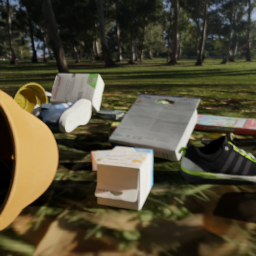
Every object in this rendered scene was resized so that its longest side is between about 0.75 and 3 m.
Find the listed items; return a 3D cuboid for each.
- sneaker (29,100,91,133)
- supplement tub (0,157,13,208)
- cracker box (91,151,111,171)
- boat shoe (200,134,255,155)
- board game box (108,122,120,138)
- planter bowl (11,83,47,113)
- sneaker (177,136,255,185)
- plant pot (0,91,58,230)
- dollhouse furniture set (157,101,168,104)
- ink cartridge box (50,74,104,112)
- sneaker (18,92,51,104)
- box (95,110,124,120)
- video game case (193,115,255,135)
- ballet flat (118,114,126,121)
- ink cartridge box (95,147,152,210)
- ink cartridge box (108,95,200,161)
[{"bbox_3d":[-2.892,-0.652,11.546,2.037,1.121,2.782,10,21,12],"label":"sneaker"},{"bbox_3d":[-2.338,0.944,4.311,0.895,0.895,1.461,3,8,14],"label":"supplement tub"},{"bbox_3d":[-0.509,0.806,7.019,0.825,0.238,0.553,-3,26,-10],"label":"cracker box"},{"bbox_3d":[2.988,0.429,8.184,1.735,0.562,0.635,7,14,27],"label":"boat shoe"},{"bbox_3d":[0.470,0.163,9.518,2.122,0.505,1.078,1,13,5],"label":"board game box"},{"bbox_3d":[-4.127,-0.913,11.148,0.760,1.826,1.826,13,17,25],"label":"planter bowl"},{"bbox_3d":[2.266,0.669,6.153,2.352,0.974,0.843,-2,13,-9],"label":"sneaker"},{"bbox_3d":[-2.246,0.504,4.509,2.365,2.365,1.656,4,-3,17],"label":"plant pot"},{"bbox_3d":[1.500,-0.344,10.269,1.839,0.919,0.710,14,27,-47],"label":"dollhouse furniture set"},{"bbox_3d":[-2.793,-1.943,15.439,2.499,1.818,1.050,4,-21,15],"label":"ink cartridge box"},{"bbox_3d":[-5.883,-2.113,17.981,2.591,1.016,1.029,1,45,7],"label":"sneaker"},{"bbox_3d":[-0.891,-0.651,13.654,1.148,0.293,0.905,6,14,23],"label":"box"},{"bbox_3d":[3.945,-0.160,11.543,2.964,0.259,2.119,6,14,26],"label":"video game case"},{"bbox_3d":[0.017,-0.462,12.694,1.053,0.344,0.371,7,11,28],"label":"ballet flat"},{"bbox_3d":[-0.048,0.936,5.344,0.823,0.802,1.281,3,12,15],"label":"ink cartridge box"},{"bbox_3d":[0.850,-0.113,8.433,2.157,0.476,2.197,9,47,31],"label":"ink cartridge box"}]
